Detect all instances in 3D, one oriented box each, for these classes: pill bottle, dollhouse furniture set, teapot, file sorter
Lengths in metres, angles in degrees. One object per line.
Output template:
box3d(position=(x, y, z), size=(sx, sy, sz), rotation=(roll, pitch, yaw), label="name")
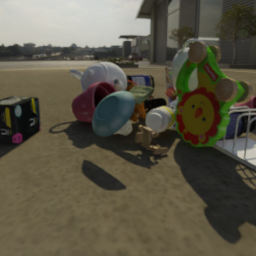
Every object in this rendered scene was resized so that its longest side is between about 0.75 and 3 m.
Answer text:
box3d(position=(3.500, -0.200, 10.255), size=(2.137, 1.195, 1.195), rotation=(-3, 16, -17), label="pill bottle")
box3d(position=(1.212, -0.321, 10.686), size=(0.882, 0.882, 1.614), rotation=(7, 11, 22), label="pill bottle")
box3d(position=(0.802, 0.347, 9.311), size=(0.577, 0.676, 1.303), rotation=(-5, 19, -26), label="dollhouse furniture set")
box3d(position=(0.442, -2.975, 19.643), size=(2.563, 1.434, 1.434), rotation=(-5, 17, -17), label="pill bottle")
box3d(position=(-1.437, -2.261, 13.692), size=(2.537, 2.504, 1.853), rotation=(-28, -30, 20), label="teapot")
box3d(position=(2.935, -2.315, 11.558), size=(1.658, 2.240, 2.270), rotation=(7, 7, 42), label="teapot")
box3d(position=(3.867, 0.193, 8.667), size=(1.516, 1.360, 2.184), rotation=(-5, 16, -18), label="file sorter")

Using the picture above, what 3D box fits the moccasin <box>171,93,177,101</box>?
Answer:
box3d(position=(2.302, -1.496, 12.766), size=(0.827, 0.319, 0.303), rotation=(-29, 42, 2), label="moccasin")

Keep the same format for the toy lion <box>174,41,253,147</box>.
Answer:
box3d(position=(2.443, -0.948, 9.380), size=(0.998, 2.786, 2.907), rotation=(2, 49, -34), label="toy lion")

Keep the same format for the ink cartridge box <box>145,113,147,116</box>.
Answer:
box3d(position=(0.731, -0.732, 13.917), size=(0.390, 0.223, 0.750), rotation=(11, 19, 22), label="ink cartridge box")

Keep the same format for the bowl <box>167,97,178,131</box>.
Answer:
box3d(position=(2.663, -0.727, 12.193), size=(2.608, 1.224, 2.608), rotation=(1, 16, 0), label="bowl")

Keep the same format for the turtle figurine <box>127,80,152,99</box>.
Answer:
box3d(position=(0.476, -1.705, 15.566), size=(2.144, 0.690, 1.729), rotation=(46, 26, -2), label="turtle figurine")

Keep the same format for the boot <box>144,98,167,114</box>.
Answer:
box3d(position=(0.691, -1.038, 13.707), size=(2.277, 0.788, 1.982), rotation=(-2, 3, -11), label="boot")

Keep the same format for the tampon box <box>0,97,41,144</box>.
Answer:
box3d(position=(-4.246, -0.354, 10.481), size=(1.174, 1.394, 1.860), rotation=(2, 16, 7), label="tampon box")

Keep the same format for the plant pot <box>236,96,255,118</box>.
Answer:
box3d(position=(5.294, -0.731, 12.456), size=(1.157, 1.157, 1.036), rotation=(-15, 0, -42), label="plant pot")

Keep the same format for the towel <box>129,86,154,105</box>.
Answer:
box3d(position=(0.342, -1.231, 10.398), size=(0.897, 0.220, 1.208), rotation=(-47, 32, -19), label="towel")

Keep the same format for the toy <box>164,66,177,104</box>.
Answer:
box3d(position=(2.248, -1.724, 13.772), size=(0.568, 2.404, 1.384), rotation=(-36, 49, -23), label="toy")

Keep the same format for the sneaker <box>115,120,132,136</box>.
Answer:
box3d(position=(-0.161, -0.005, 10.493), size=(0.611, 0.644, 1.599), rotation=(-23, 6, 19), label="sneaker")

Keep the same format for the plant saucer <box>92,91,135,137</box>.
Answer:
box3d(position=(-0.586, -0.548, 8.935), size=(1.732, 1.732, 0.333), rotation=(17, -18, 47), label="plant saucer")

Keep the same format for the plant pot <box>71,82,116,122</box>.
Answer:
box3d(position=(-1.512, -0.981, 12.388), size=(1.650, 1.843, 1.843), rotation=(-8, 8, 37), label="plant pot")

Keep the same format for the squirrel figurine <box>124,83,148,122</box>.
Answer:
box3d(position=(0.151, -1.006, 11.445), size=(1.127, 1.592, 1.486), rotation=(-19, -11, -13), label="squirrel figurine")
